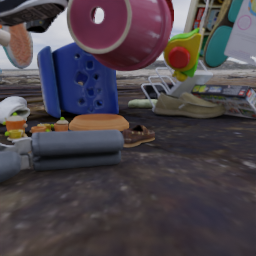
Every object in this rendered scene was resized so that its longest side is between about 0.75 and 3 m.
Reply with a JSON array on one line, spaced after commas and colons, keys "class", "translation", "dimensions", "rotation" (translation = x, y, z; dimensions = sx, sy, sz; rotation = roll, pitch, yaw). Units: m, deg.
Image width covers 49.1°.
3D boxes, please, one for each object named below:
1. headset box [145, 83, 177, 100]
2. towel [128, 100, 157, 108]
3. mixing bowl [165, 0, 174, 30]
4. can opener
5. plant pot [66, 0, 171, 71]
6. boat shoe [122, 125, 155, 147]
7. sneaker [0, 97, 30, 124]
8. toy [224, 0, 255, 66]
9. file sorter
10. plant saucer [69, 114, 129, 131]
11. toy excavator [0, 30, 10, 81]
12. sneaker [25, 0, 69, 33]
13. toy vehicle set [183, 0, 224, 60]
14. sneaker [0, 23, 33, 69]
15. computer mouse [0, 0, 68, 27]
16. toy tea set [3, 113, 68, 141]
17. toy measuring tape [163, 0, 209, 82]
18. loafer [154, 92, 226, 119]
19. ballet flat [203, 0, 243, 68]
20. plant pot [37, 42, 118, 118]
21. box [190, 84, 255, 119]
[{"class": "headset box", "translation": [2.599, -2.512, 18.927], "dimensions": [2.043, 1.060, 2.745], "rotation": [5, 13, 25]}, {"class": "towel", "translation": [0.795, -1.230, 13.907], "dimensions": [1.374, 0.338, 1.851], "rotation": [2, 10, 15]}, {"class": "mixing bowl", "translation": [1.047, -3.861, 9.818], "dimensions": [0.705, 1.301, 1.301], "rotation": [10, 14, 29]}, {"class": "can opener", "translation": [-1.234, 0.509, 4.207], "dimensions": [2.445, 0.652, 0.818], "rotation": [-2, 43, -16]}, {"class": "plant pot", "translation": [-0.299, -2.555, 6.827], "dimensions": [2.396, 2.396, 2.144], "rotation": [3, 15, 18]}, {"class": "boat shoe", "translation": [0.261, 0.135, 6.275], "dimensions": [0.405, 0.404, 1.150], "rotation": [4, 10, 32]}, {"class": "sneaker", "translation": [-3.654, -0.535, 9.217], "dimensions": [1.199, 0.765, 2.075], "rotation": [4, 20, 12]}, {"class": "toy", "translation": [3.307, -2.641, 5.917], "dimensions": [1.553, 2.697, 0.637], "rotation": [33, 36, 32]}, {"class": "file sorter", "translation": [1.933, -1.977, 11.700], "dimensions": [1.621, 1.455, 2.336], "rotation": [-10, -26, -42]}, {"class": "plant saucer", "translation": [-0.838, -0.164, 8.119], "dimensions": [1.737, 0.325, 1.737], "rotation": [-1, 11, 0]}, {"class": "toy excavator", "translation": [-3.439, -1.712, 6.968], "dimensions": [0.666, 1.333, 1.297], "rotation": [13, -4, -44]}, {"class": "sneaker", "translation": [-2.007, -3.140, 7.574], "dimensions": [1.707, 0.907, 0.638], "rotation": [-12, -11, 12]}, {"class": "toy vehicle set", "translation": [2.758, -3.537, 9.123], "dimensions": [1.706, 2.745, 0.364], "rotation": [-5, 41, -15]}, {"class": "sneaker", "translation": [-3.982, -3.203, 9.289], "dimensions": [1.066, 2.668, 0.952], "rotation": [-10, 9, 45]}, {"class": "computer mouse", "translation": [-2.485, -2.443, 5.727], "dimensions": [2.539, 0.557, 1.392], "rotation": [-12, 5, 7]}, {"class": "toy tea set", "translation": [-2.289, -0.091, 6.971], "dimensions": [1.570, 0.581, 0.934], "rotation": [-7, 12, -34]}, {"class": "toy measuring tape", "translation": [1.498, -2.510, 7.449], "dimensions": [1.039, 2.823, 1.039], "rotation": [2, 39, -1]}, {"class": "loafer", "translation": [2.240, -0.866, 10.335], "dimensions": [2.645, 0.892, 1.005], "rotation": [3, 11, 16]}, {"class": "ballet flat", "translation": [3.048, -3.156, 8.585], "dimensions": [0.946, 2.677, 0.946], "rotation": [17, 23, -7]}, {"class": "plant pot", "translation": [-2.071, -1.900, 10.868], "dimensions": [2.603, 2.895, 2.895], "rotation": [-9, 14, -16]}, {"class": "box", "translation": [3.643, -1.005, 10.356], "dimensions": [1.391, 0.439, 2.528], "rotation": [38, -10, -30]}]
